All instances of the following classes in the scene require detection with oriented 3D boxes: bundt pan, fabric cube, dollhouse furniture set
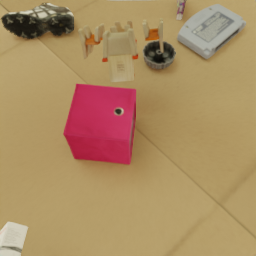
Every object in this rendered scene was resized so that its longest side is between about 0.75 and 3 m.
[{"bbox_3d":[0.952,-2.246,8.779,1.033,0.388,1.033,0,61,-1],"label":"bundt pan"},{"bbox_3d":[-0.595,-0.075,6.925,1.474,1.478,1.450,6,62,4],"label":"fabric cube"},{"bbox_3d":[-0.124,-1.774,6.241,1.856,0.956,1.836,-3,27,7],"label":"dollhouse furniture set"}]

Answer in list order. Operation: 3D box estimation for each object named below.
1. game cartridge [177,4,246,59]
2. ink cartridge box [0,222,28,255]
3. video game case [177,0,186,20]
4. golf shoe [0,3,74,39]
[{"bbox_3d":[2.737,-3.304,9.382,2.166,0.450,1.442,-40,64,-20],"label":"game cartridge"},{"bbox_3d":[-2.012,2.077,4.638,0.353,0.611,0.837,24,46,-23],"label":"ink cartridge box"},{"bbox_3d":[1.859,-4.519,9.718,0.196,0.994,1.097,6,61,3],"label":"video game case"},{"bbox_3d":[-2.973,-3.625,9.362,2.304,0.896,1.089,-2,53,-11],"label":"golf shoe"}]
